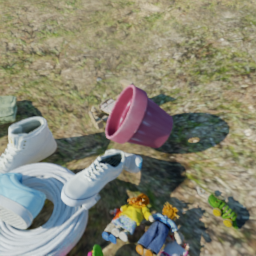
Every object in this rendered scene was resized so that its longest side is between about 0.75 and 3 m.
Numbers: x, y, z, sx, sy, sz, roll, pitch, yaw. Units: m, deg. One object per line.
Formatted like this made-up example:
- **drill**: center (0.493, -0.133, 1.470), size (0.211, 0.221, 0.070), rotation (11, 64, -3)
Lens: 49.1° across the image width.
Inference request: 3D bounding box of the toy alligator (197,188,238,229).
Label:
- **toy alligator**: center (2.570, 2.203, 7.843), size (1.487, 0.357, 0.493), rotation (44, 47, 12)

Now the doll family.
- **doll family**: center (0.566, 2.521, 7.283), size (2.396, 1.079, 1.487), rotation (25, 42, 21)

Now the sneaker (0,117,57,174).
- **sneaker**: center (-3.607, 0.742, 8.549), size (1.048, 1.644, 2.846), rotation (36, 60, 25)

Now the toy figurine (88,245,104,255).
- **toy figurine**: center (-1.044, 3.447, 6.948), size (0.845, 0.918, 0.689), rotation (-19, 18, 9)

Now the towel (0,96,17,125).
- **towel**: center (-5.280, -0.575, 10.017), size (2.475, 0.452, 1.836), rotation (-10, 33, -16)

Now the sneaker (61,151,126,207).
- **sneaker**: center (-0.865, 1.194, 7.379), size (0.817, 0.792, 2.237), rotation (31, 34, 18)

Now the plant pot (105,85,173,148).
- **plant pot**: center (0.407, -0.191, 8.777), size (1.635, 1.826, 1.826), rotation (25, 46, -20)

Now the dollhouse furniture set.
- **dollhouse furniture set**: center (-0.698, -0.920, 10.240), size (1.929, 0.854, 1.000), rotation (-38, 39, -22)

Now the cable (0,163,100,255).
- **cable**: center (-2.522, 2.273, 7.664), size (2.860, 0.990, 2.860), rotation (26, 56, 21)

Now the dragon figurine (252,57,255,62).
- **dragon figurine**: center (6.165, -3.028, 12.633), size (1.114, 0.328, 0.554), rotation (22, 53, 17)

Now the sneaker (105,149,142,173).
- **sneaker**: center (-0.153, 1.016, 8.573), size (0.611, 0.579, 1.514), rotation (13, -2, -36)

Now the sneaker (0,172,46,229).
- **sneaker**: center (-3.305, 1.554, 7.175), size (2.639, 0.976, 1.081), rotation (26, 41, 12)
